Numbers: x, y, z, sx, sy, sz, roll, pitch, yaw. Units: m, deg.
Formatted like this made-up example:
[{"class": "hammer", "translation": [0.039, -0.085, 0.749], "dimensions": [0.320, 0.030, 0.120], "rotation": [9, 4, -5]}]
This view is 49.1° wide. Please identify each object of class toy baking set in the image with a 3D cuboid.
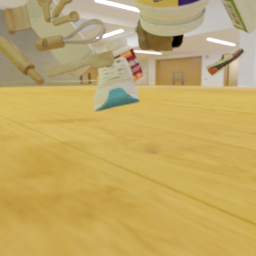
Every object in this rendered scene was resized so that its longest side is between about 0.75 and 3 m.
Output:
[{"class": "toy baking set", "translation": [-1.478, -1.748, 5.373], "dimensions": [1.847, 2.406, 0.280], "rotation": [-41, -14, -3]}]

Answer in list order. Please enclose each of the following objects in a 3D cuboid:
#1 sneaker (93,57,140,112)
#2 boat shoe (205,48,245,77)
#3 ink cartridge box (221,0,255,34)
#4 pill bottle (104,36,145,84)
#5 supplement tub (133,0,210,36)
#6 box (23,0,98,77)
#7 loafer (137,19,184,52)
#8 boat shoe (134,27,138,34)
[{"class": "sneaker", "translation": [-0.368, -1.105, 6.911], "dimensions": [1.100, 1.162, 2.877], "rotation": [-12, 13, -1]}, {"class": "boat shoe", "translation": [3.205, -2.232, 9.252], "dimensions": [1.334, 0.417, 0.475], "rotation": [-36, 2, 9]}, {"class": "ink cartridge box", "translation": [2.345, -2.464, 4.282], "dimensions": [1.871, 0.971, 0.555], "rotation": [-36, 32, 13]}, {"class": "pill bottle", "translation": [-0.166, -2.827, 12.062], "dimensions": [1.144, 2.004, 1.144], "rotation": [-23, 16, 7]}, {"class": "supplement tub", "translation": [0.627, -2.387, 4.079], "dimensions": [1.249, 1.718, 1.249], "rotation": [-5, 46, 5]}, {"class": "box", "translation": [-2.138, -2.968, 8.846], "dimensions": [1.089, 2.652, 0.907], "rotation": [-38, -6, 10]}, {"class": "loafer", "translation": [0.858, -2.007, 6.022], "dimensions": [0.737, 0.831, 2.186], "rotation": [8, 25, 22]}, {"class": "boat shoe", "translation": [0.507, -4.609, 13.249], "dimensions": [0.333, 0.315, 0.878], "rotation": [32, 29, -36]}]
